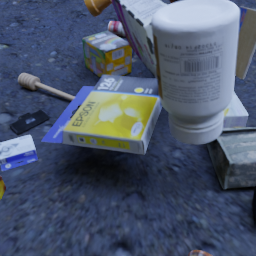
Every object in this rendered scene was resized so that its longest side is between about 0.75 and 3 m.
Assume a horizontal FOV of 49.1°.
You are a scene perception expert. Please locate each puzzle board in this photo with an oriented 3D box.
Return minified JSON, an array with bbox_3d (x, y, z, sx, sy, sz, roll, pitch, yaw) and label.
[{"bbox_3d":[2.384,-1.776,5.821,0.112,1.285,0.968,4,29,-11],"label":"puzzle board"}]

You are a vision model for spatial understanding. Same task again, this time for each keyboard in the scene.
[{"bbox_3d":[-2.955,-0.214,8.355,0.651,0.139,1.085,37,52,27],"label":"keyboard"}]

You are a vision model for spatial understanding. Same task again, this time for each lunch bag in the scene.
[{"bbox_3d":[2.800,0.523,6.825,1.437,1.030,1.752,-3,34,-1],"label":"lunch bag"}]

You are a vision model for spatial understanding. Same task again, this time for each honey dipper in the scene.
[{"bbox_3d":[-2.546,-1.269,9.370,2.584,0.491,0.491,21,45,19],"label":"honey dipper"}]

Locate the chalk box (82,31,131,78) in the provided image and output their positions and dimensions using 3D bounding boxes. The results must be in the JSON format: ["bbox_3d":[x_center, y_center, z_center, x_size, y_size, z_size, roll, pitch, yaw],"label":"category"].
[{"bbox_3d":[-0.909,-2.790,10.556,1.206,1.200,1.939,-27,46,-26],"label":"chalk box"}]

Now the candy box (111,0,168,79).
[{"bbox_3d":[0.534,-2.577,7.503,0.838,1.872,2.746,-28,45,1],"label":"candy box"}]

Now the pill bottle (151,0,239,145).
[{"bbox_3d":[1.180,-0.898,4.964,1.333,2.331,1.333,-7,38,6],"label":"pill bottle"}]

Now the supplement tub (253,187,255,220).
[{"bbox_3d":[3.511,1.614,5.602,1.745,0.933,0.933,9,41,10],"label":"supplement tub"}]

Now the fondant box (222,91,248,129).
[{"bbox_3d":[2.417,-0.554,8.428,1.867,0.544,1.347,-3,41,-2],"label":"fondant box"}]

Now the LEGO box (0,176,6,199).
[{"bbox_3d":[-3.328,1.594,5.968,0.902,0.467,1.211,2,41,3],"label":"LEGO box"}]

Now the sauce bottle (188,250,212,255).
[{"bbox_3d":[0.931,2.870,4.389,0.618,0.618,1.872,18,44,20],"label":"sauce bottle"}]

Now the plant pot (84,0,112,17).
[{"bbox_3d":[-0.865,-3.884,8.455,0.700,0.765,0.765,-18,36,20],"label":"plant pot"}]

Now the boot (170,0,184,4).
[{"bbox_3d":[1.444,-4.679,8.762,0.996,2.739,2.909,-34,56,16],"label":"boot"}]

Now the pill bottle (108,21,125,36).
[{"bbox_3d":[-0.355,-4.646,13.167,1.077,0.608,0.608,14,42,14],"label":"pill bottle"}]

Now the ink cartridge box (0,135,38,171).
[{"bbox_3d":[-2.912,0.624,7.323,0.920,0.187,0.922,-17,43,-19],"label":"ink cartridge box"}]

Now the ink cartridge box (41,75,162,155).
[{"bbox_3d":[-0.463,-0.451,6.341,2.319,0.545,2.292,8,42,15],"label":"ink cartridge box"}]
